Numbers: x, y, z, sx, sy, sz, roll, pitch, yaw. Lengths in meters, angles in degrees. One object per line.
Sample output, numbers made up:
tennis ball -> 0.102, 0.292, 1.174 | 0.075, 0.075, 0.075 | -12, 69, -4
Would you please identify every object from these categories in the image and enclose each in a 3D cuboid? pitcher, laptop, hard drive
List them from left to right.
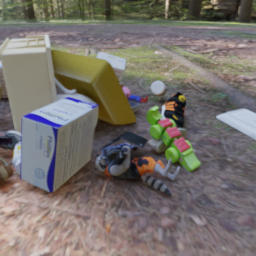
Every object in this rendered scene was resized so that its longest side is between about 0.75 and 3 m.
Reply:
pitcher -> -2.150, -0.783, 9.256 | 2.228, 1.912, 1.351 | 11, 26, 7
hard drive -> -0.358, -0.754, 10.830 | 1.067, 0.335, 1.582 | 19, 27, 33
laptop -> -0.086, 0.477, 8.080 | 1.087, 0.561, 0.963 | -31, 2, 15

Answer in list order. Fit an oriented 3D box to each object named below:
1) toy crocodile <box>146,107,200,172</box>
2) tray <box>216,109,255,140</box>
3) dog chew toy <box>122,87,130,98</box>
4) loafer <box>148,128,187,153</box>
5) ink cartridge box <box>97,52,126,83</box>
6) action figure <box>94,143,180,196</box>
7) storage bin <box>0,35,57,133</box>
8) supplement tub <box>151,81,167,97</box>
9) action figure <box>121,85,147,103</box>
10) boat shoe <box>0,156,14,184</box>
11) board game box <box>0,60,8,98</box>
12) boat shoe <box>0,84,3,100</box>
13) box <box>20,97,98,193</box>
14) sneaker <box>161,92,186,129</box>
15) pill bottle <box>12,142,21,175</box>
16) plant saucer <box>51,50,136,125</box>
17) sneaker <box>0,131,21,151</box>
toy crocodile -> 1.255, 0.294, 7.947 | 0.723, 0.662, 2.143 | -20, 61, -27
tray -> 4.525, -0.107, 9.818 | 1.433, 0.296, 2.669 | -11, 28, -23
dog chew toy -> -0.110, -1.420, 11.475 | 0.468, 0.468, 0.751 | -6, 14, -12
loafer -> 1.231, 0.298, 8.672 | 0.469, 0.537, 1.492 | 26, 35, 38
ink cartridge box -> -0.920, -2.268, 12.155 | 1.252, 1.714, 0.723 | 14, 50, -9
action figure -> 0.062, 0.965, 6.775 | 2.054, 1.111, 2.123 | 5, -1, 22
storage bin -> -3.119, -1.354, 9.313 | 1.397, 2.981, 2.959 | -8, 27, -13
supplement tub -> 1.346, -1.657, 12.096 | 0.588, 0.588, 0.838 | 9, 1, 18
action figure -> 0.104, -1.502, 12.209 | 1.459, 0.722, 0.476 | 3, 23, 11
boat shoe -> -3.747, 0.704, 7.275 | 0.805, 0.825, 2.180 | -28, 59, -38
board game box -> -4.919, -2.594, 13.083 | 2.258, 1.371, 2.832 | -3, 28, 2
boat shoe -> -4.949, -0.894, 10.010 | 2.001, 0.748, 0.684 | -30, 18, 45
box -> -1.694, 0.326, 7.047 | 0.990, 1.736, 1.887 | 18, 25, 15
sneaker -> 1.716, -0.710, 10.044 | 0.731, 0.941, 2.092 | 28, 22, -9
pill bottle -> -2.799, 0.831, 7.545 | 0.576, 0.576, 1.036 | -8, 25, -15
plant saucer -> -1.377, -1.259, 9.940 | 2.903, 2.904, 0.703 | 20, 62, 35
sneaker -> -3.695, 0.383, 8.069 | 1.450, 0.584, 0.541 | 3, 5, 9
